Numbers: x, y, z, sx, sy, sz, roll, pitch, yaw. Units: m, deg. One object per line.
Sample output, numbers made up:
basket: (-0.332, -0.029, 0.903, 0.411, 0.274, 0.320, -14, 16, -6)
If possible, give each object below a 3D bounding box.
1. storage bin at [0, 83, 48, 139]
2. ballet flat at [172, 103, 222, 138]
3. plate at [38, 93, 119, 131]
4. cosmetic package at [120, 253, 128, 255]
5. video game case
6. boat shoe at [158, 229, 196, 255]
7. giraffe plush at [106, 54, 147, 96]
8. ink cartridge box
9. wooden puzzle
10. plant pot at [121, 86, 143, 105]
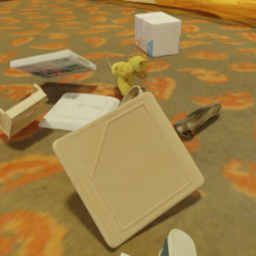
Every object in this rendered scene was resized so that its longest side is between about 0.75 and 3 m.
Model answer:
storage bin: (-3.147, -0.494, 8.222, 0.627, 1.329, 1.339, 46, 55, 0)
ballet flat: (2.296, -0.278, 8.984, 2.452, 0.568, 0.826, -27, 6, -42)
plate: (-1.601, -0.639, 9.618, 2.233, 0.361, 2.228, 7, 34, 10)
cosmetic package: (-0.038, 2.456, 4.069, 0.533, 0.388, 1.049, 17, 47, 6)
video game case: (-2.685, -2.280, 10.381, 2.343, 0.278, 2.133, -6, -3, 17)
boat shoe: (0.710, 2.434, 4.476, 0.712, 0.588, 1.902, 25, 21, -2)
giraffe plush: (0.136, -2.163, 10.411, 1.345, 1.658, 1.431, -22, 46, 7)
ink cartridge box: (1.459, -5.104, 15.078, 1.641, 1.685, 2.621, -13, 35, -17)
wooden puzzle: (0.080, 0.772, 6.017, 2.619, 0.488, 2.423, -29, 86, -23)
plant pot: (0.387, -0.744, 9.079, 0.861, 0.941, 0.941, 29, 22, -29)
